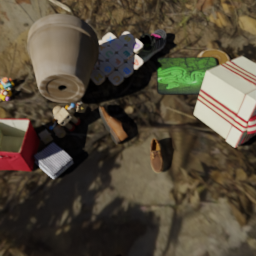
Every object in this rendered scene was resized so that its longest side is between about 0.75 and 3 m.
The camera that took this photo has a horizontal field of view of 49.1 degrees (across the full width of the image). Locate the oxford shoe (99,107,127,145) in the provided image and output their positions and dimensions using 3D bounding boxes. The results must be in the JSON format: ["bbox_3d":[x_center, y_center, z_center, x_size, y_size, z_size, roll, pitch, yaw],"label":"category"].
[{"bbox_3d":[-0.585,-0.172,10.520,0.589,0.589,1.652,-29,71,-12],"label":"oxford shoe"}]

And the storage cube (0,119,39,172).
[{"bbox_3d":[-3.915,0.594,9.538,1.285,1.351,1.503,1,55,1],"label":"storage cube"}]

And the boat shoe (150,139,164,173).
[{"bbox_3d":[0.959,0.950,9.789,0.456,0.428,1.266,-10,57,10],"label":"boat shoe"}]

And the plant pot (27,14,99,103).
[{"bbox_3d":[-2.439,-2.357,10.614,2.793,2.793,2.424,-5,58,-3],"label":"plant pot"}]

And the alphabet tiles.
[{"bbox_3d":[-0.688,-3.061,12.179,2.647,0.193,2.589,-40,62,-2],"label":"alphabet tiles"}]

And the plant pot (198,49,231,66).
[{"bbox_3d":[3.924,-3.067,12.702,1.573,0.216,1.573,0,57,0],"label":"plant pot"}]

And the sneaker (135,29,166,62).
[{"bbox_3d":[1.074,-3.977,12.839,0.837,0.992,2.268,32,62,20],"label":"sneaker"}]

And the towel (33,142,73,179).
[{"bbox_3d":[-2.607,1.098,9.705,1.127,0.482,0.933,35,62,23],"label":"towel"}]

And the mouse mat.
[{"bbox_3d":[2.577,-2.281,12.106,2.681,0.101,2.158,-1,58,5],"label":"mouse mat"}]

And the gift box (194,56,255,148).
[{"bbox_3d":[4.071,-0.805,9.972,2.331,2.527,2.359,-28,51,-24],"label":"gift box"}]

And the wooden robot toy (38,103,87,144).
[{"bbox_3d":[-2.483,-0.362,10.438,2.096,0.923,0.951,-46,54,-1],"label":"wooden robot toy"}]

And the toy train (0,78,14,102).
[{"bbox_3d":[-5.385,-1.572,11.560,1.150,0.426,1.531,4,56,2],"label":"toy train"}]
